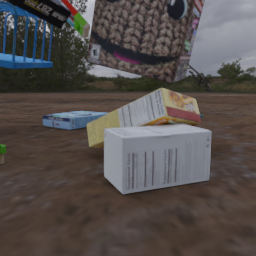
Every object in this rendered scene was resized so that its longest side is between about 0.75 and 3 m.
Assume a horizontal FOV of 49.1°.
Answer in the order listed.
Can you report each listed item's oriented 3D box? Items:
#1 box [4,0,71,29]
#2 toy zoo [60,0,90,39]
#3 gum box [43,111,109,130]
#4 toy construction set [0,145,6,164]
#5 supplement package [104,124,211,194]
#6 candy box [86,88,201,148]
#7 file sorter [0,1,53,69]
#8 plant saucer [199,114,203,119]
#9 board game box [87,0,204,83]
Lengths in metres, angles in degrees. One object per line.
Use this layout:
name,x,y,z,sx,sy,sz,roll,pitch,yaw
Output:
box,-2.359,-3.124,5.800,2.114,0.519,1.704,51,18,21
toy zoo,-2.000,-3.743,8.658,0.212,2.075,1.361,-45,12,-3
gum box,-1.713,-0.284,9.358,1.434,0.376,1.688,8,12,40
toy construction set,-2.869,0.004,4.747,1.645,1.264,1.372,4,10,22
supplement package,0.398,0.383,4.008,1.347,0.738,0.766,-4,10,-22
candy box,0.235,-0.077,5.049,1.815,0.502,1.048,-23,-20,38
file sorter,-3.406,-2.623,8.045,1.763,1.558,2.540,11,13,4
plant saucer,2.070,-0.570,11.658,0.881,0.239,2.521,-3,9,-18
board game box,0.505,-2.820,6.882,2.323,2.914,1.411,16,18,17
